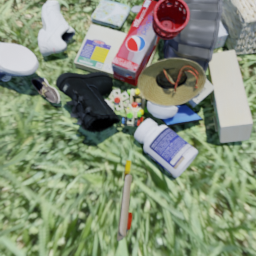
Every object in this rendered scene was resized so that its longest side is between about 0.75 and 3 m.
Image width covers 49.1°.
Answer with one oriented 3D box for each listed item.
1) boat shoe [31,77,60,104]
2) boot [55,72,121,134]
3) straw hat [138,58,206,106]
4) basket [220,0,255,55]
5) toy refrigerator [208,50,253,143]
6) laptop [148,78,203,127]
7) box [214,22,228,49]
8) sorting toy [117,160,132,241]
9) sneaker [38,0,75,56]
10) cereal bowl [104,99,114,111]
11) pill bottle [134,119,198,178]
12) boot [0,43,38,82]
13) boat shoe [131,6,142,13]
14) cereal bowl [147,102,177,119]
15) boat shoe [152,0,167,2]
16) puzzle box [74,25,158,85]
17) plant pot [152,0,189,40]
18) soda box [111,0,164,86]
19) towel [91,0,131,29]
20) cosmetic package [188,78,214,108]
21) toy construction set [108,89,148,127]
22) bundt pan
[{"bbox_3d":[-2.615,-1.176,8.846,0.382,0.461,1.284,-9,47,-48],"label":"boat shoe"},{"bbox_3d":[-0.862,-0.778,8.062,2.212,0.819,1.813,-9,52,-51],"label":"boot"},{"bbox_3d":[1.158,-1.418,7.482,1.768,1.768,0.748,4,54,2],"label":"straw hat"},{"bbox_3d":[4.099,-4.052,9.711,1.659,1.823,2.689,-12,63,-1],"label":"basket"},{"bbox_3d":[2.880,-0.946,8.242,0.903,0.980,2.581,-8,60,13],"label":"toy refrigerator"},{"bbox_3d":[1.369,-0.925,8.298,1.435,0.836,1.619,-9,95,-32],"label":"laptop"},{"bbox_3d":[2.679,-3.467,10.015,1.189,0.651,1.347,-17,63,-9],"label":"box"},{"bbox_3d":[-0.016,1.695,6.877,0.262,1.457,1.956,7,63,-1],"label":"sorting toy"},{"bbox_3d":[-2.463,-3.527,9.955,1.182,0.927,2.378,0,67,-4],"label":"sneaker"},{"bbox_3d":[-0.888,-0.541,8.656,0.922,0.384,0.922,0,63,0],"label":"cereal bowl"},{"bbox_3d":[0.998,0.507,7.771,1.629,0.975,0.975,41,70,18],"label":"pill bottle"},{"bbox_3d":[-3.830,-1.966,8.839,2.667,1.205,0.970,21,63,17],"label":"boot"},{"bbox_3d":[0.422,-4.346,10.337,0.767,0.252,0.276,-32,83,-28],"label":"boat shoe"},{"bbox_3d":[0.917,-0.469,7.748,0.845,0.845,0.352,14,106,7],"label":"cereal bowl"},{"bbox_3d":[1.127,-4.507,9.869,0.678,2.178,0.812,18,94,1],"label":"boat shoe"},{"bbox_3d":[-0.405,-2.505,9.555,2.481,0.315,1.650,18,73,8],"label":"puzzle box"},{"bbox_3d":[0.943,-2.472,6.483,0.805,0.733,0.805,0,85,-2],"label":"plant pot"},{"bbox_3d":[0.410,-2.724,8.934,0.840,0.928,2.650,24,74,10],"label":"soda box"},{"bbox_3d":[-0.668,-4.308,10.620,1.261,0.304,1.079,19,68,12],"label":"towel"},{"bbox_3d":[2.060,-1.022,8.262,0.685,1.302,0.463,-42,84,5],"label":"cosmetic package"},{"bbox_3d":[0.135,-0.681,8.132,0.815,1.769,1.160,12,105,25],"label":"toy construction set"},{"bbox_3d":[1.673,-2.955,8.018,1.136,3.028,3.028,5,63,1],"label":"bundt pan"}]
